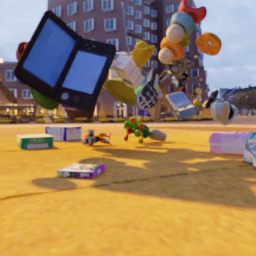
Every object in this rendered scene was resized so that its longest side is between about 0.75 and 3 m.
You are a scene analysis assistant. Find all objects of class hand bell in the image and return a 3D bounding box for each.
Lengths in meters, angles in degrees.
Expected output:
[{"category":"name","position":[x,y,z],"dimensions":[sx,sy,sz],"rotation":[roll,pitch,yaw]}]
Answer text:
[{"category":"hand bell","position":[-3.941,-1.314,8.686],"dimensions":[1.660,0.864,0.864],"rotation":[45,18,15]}]

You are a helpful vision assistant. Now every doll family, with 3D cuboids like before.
[{"category":"doll family","position":[2.448,-2.710,13.779],"dimensions":[0.918,2.340,1.353],"rotation":[-34,39,2]}]

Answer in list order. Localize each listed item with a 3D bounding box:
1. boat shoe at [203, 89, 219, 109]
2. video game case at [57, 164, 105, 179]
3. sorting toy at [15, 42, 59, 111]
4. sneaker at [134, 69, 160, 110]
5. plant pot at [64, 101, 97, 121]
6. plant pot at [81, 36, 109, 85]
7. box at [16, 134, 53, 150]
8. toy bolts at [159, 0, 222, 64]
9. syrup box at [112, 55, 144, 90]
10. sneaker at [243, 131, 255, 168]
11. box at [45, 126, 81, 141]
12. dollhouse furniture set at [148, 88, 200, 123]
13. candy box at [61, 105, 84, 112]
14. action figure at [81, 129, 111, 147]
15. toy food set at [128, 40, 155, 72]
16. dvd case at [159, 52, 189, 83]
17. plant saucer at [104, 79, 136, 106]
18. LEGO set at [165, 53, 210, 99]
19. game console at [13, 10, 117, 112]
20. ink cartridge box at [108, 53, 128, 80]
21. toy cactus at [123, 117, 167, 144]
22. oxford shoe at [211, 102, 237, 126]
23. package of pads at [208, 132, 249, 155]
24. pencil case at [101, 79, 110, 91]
[{"category":"boat shoe","position":[3.569,-1.205,11.930],"dimensions":[0.335,0.976,0.276],"rotation":[33,6,-8]},{"category":"video game case","position":[-1.142,1.063,6.961],"dimensions":[0.907,0.179,1.001],"rotation":[1,2,13]},{"category":"sorting toy","position":[-3.332,-2.204,10.968],"dimensions":[1.208,2.942,1.768],"rotation":[-26,2,26]},{"category":"sneaker","position":[0.661,-1.442,11.186],"dimensions":[0.953,0.928,2.394],"rotation":[-18,29,29]},{"category":"plant pot","position":[-2.363,-1.600,13.588],"dimensions":[2.262,2.420,2.262],"rotation":[-4,-4,0]},{"category":"plant pot","position":[-1.571,-2.395,10.936],"dimensions":[1.882,1.882,1.641],"rotation":[-2,36,-45]},{"category":"box","position":[-4.554,0.609,13.480],"dimensions":[1.435,0.591,2.445],"rotation":[-2,5,-26]},{"category":"toy bolts","position":[1.685,-2.470,7.966],"dimensions":[1.710,1.241,1.790],"rotation":[30,-17,21]},{"category":"syrup box","position":[0.027,-1.996,10.171],"dimensions":[0.532,0.551,1.352],"rotation":[27,-12,32]},{"category":"sneaker","position":[3.903,0.563,7.881],"dimensions":[0.985,1.095,2.537],"rotation":[0,2,-1]},{"category":"box","position":[-3.870,0.326,16.823],"dimensions":[1.613,0.846,1.483],"rotation":[1,2,27]},{"category":"dollhouse furniture set","position":[1.948,-1.581,12.867],"dimensions":[2.231,1.456,2.107],"rotation":[-14,48,-12]},{"category":"candy box","position":[-2.236,-1.235,11.927],"dimensions":[1.136,0.960,0.437],"rotation":[13,-7,38]},{"category":"action figure","position":[-1.583,0.666,13.767],"dimensions":[1.449,0.783,1.498],"rotation":[-6,30,3]},{"category":"toy food set","position":[0.250,-2.881,11.479],"dimensions":[1.265,0.702,2.150],"rotation":[-32,-7,-25]},{"category":"dvd case","position":[1.910,-2.600,12.212],"dimensions":[1.573,0.195,1.182],"rotation":[-45,-3,37]},{"category":"plant saucer","position":[-0.180,-1.719,13.192],"dimensions":[1.947,0.302,1.947],"rotation":[24,-21,10]},{"category":"LEGO set","position":[2.093,-2.167,10.555],"dimensions":[0.706,2.490,1.617],"rotation":[-40,-4,-37]},{"category":"game console","position":[-1.875,-2.140,8.955],"dimensions":[2.262,2.572,1.497],"rotation":[16,-17,14]},{"category":"ink cartridge box","position":[-0.533,-3.019,14.465],"dimensions":[0.957,1.651,0.560],"rotation":[-8,20,-20]},{"category":"toy cactus","position":[0.886,0.311,15.589],"dimensions":[2.467,1.529,2.989],"rotation":[19,-1,-1]},{"category":"oxford shoe","position":[3.541,-0.519,9.924],"dimensions":[0.652,0.850,2.259],"rotation":[-7,-6,32]},{"category":"package of pads","position":[4.266,0.583,10.819],"dimensions":[2.187,0.827,1.318],"rotation":[1,5,21]},{"category":"pencil case","position":[-1.565,-2.352,15.650],"dimensions":[1.839,0.822,0.715],"rotation":[-37,24,0]}]
